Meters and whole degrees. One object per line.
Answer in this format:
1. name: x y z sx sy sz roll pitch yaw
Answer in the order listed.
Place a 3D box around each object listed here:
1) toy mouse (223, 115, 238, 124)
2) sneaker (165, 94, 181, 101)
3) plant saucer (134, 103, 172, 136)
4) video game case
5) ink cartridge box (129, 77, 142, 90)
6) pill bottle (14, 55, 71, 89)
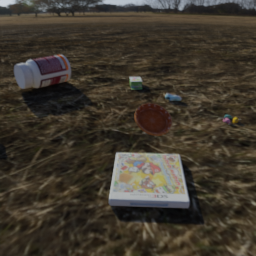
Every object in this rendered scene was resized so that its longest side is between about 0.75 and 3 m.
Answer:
1. toy mouse: 4.432 -0.404 12.398 0.827 0.180 0.931 19 33 33
2. sneaker: 2.319 -1.502 14.532 0.856 0.317 0.351 16 60 20
3. plant saucer: 0.670 -0.217 7.533 1.032 0.167 1.032 8 53 -11
4. video game case: 0.612 1.499 8.540 2.166 0.272 2.380 1 27 2
5. ink cartridge box: 0.455 -2.665 16.636 0.672 0.384 1.295 -1 27 -3
6. pill bottle: -4.993 -3.259 16.415 2.880 1.644 1.644 -22 34 -38
